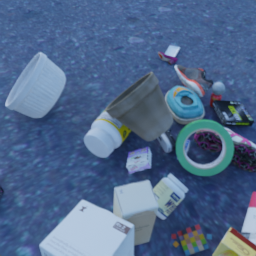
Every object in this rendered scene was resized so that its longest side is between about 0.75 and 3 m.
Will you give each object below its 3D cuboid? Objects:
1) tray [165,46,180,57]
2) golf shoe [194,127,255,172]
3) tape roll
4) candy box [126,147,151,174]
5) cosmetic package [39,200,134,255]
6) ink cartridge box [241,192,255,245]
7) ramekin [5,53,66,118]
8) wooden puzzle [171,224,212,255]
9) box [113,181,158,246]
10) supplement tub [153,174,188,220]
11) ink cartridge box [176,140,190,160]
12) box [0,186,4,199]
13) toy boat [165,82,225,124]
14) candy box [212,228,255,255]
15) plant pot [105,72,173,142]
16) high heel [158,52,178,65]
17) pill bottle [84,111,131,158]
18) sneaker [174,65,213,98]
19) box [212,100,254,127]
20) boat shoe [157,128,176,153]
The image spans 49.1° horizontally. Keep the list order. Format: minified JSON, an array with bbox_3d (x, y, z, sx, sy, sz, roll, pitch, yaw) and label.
[{"bbox_3d":[2.381,-4.118,15.167,0.588,0.121,1.095,17,48,15],"label":"tray"},{"bbox_3d":[3.726,0.553,9.876,2.709,0.983,1.247,28,39,9],"label":"golf shoe"},{"bbox_3d":[2.496,0.657,9.244,1.832,1.832,0.440,8,9,8],"label":"tape roll"},{"bbox_3d":[0.371,1.085,9.449,0.767,0.327,0.914,-17,22,14],"label":"candy box"},{"bbox_3d":[-0.862,3.062,6.563,1.531,1.857,1.532,17,37,26],"label":"cosmetic package"},{"bbox_3d":[3.926,2.994,6.985,1.885,1.098,2.604,-6,35,42],"label":"ink cartridge box"},{"bbox_3d":[-3.590,-1.572,11.111,1.319,2.514,2.514,34,36,-30],"label":"ramekin"},{"bbox_3d":[1.793,3.139,7.836,1.121,0.079,0.665,-22,62,3],"label":"wooden puzzle"},{"bbox_3d":[0.133,2.349,7.438,0.969,2.040,0.793,-10,47,-12],"label":"box"},{"bbox_3d":[1.138,2.033,8.360,1.167,0.846,0.846,-48,57,-2],"label":"supplement tub"},{"bbox_3d":[2.004,0.751,10.092,0.293,0.523,0.766,18,50,19],"label":"ink cartridge box"},{"bbox_3d":[-4.530,1.838,8.427,0.916,1.387,0.796,6,46,6],"label":"box"},{"bbox_3d":[2.767,-1.196,11.573,2.474,1.150,2.079,-12,46,-11],"label":"toy boat"},{"bbox_3d":[2.285,3.479,6.151,1.340,2.296,0.648,34,34,27],"label":"candy box"},{"bbox_3d":[0.524,-0.561,9.391,1.748,2.014,2.014,51,53,-12],"label":"plant pot"},{"bbox_3d":[2.050,-3.691,14.578,0.514,0.361,1.070,-36,70,-19],"label":"high heel"},{"bbox_3d":[-0.561,-0.041,10.349,1.284,1.284,2.247,22,50,20],"label":"pill bottle"},{"bbox_3d":[2.957,-2.250,12.479,0.993,0.935,2.426,-36,44,5],"label":"sneaker"},{"bbox_3d":[4.232,-0.602,11.358,1.275,0.314,1.320,3,43,-14],"label":"box"},{"bbox_3d":[1.390,0.169,10.630,0.576,0.607,1.737,-11,47,-16],"label":"boat shoe"}]
